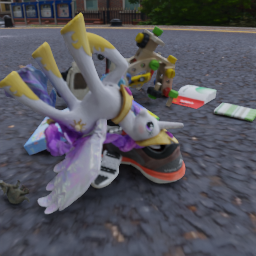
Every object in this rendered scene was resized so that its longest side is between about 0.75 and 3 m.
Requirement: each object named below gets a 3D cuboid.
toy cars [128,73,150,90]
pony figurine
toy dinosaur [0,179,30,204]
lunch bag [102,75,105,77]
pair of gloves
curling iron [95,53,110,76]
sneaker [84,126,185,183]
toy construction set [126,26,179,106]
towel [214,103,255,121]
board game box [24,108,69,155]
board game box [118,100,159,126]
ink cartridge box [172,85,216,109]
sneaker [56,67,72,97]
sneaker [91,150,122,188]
[{"bbox_3d":[-0.144,-1.553,10.879,2.308,0.511,1.035,-24,21,-19],"label":"toy cars"},{"bbox_3d":[-0.757,-0.147,5.012,2.704,2.802,2.333,-32,26,19],"label":"pony figurine"},{"bbox_3d":[-2.085,1.243,5.233,0.806,0.310,0.412,34,63,26],"label":"toy dinosaur"},{"bbox_3d":[-0.610,-1.728,11.179,0.564,0.752,0.885,-16,28,-27],"label":"lunch bag"},{"bbox_3d":[-0.985,-1.410,9.198,2.118,1.801,0.371,-11,32,-26],"label":"pair of gloves"},{"bbox_3d":[-0.813,-1.971,10.216,0.511,2.061,0.263,-5,10,18],"label":"curling iron"},{"bbox_3d":[0.061,0.207,6.254,2.711,1.110,1.045,18,41,32],"label":"sneaker"},{"bbox_3d":[1.008,-2.607,10.685,2.412,2.222,2.892,23,21,-4],"label":"toy construction set"},{"bbox_3d":[3.556,-0.503,9.231,1.214,0.186,0.906,18,32,30],"label":"towel"},{"bbox_3d":[-1.801,-0.057,7.415,1.364,0.330,1.803,-21,21,11],"label":"board game box"},{"bbox_3d":[-0.175,-0.577,8.516,1.289,0.279,1.915,-10,36,-41],"label":"board game box"},{"bbox_3d":[2.407,-1.208,10.524,1.229,0.382,1.527,19,29,36],"label":"ink cartridge box"},{"bbox_3d":[-1.707,-1.724,9.906,0.828,0.956,2.308,-2,15,25],"label":"sneaker"},{"bbox_3d":[-0.438,0.898,5.520,0.484,0.522,1.288,20,18,6],"label":"sneaker"}]
